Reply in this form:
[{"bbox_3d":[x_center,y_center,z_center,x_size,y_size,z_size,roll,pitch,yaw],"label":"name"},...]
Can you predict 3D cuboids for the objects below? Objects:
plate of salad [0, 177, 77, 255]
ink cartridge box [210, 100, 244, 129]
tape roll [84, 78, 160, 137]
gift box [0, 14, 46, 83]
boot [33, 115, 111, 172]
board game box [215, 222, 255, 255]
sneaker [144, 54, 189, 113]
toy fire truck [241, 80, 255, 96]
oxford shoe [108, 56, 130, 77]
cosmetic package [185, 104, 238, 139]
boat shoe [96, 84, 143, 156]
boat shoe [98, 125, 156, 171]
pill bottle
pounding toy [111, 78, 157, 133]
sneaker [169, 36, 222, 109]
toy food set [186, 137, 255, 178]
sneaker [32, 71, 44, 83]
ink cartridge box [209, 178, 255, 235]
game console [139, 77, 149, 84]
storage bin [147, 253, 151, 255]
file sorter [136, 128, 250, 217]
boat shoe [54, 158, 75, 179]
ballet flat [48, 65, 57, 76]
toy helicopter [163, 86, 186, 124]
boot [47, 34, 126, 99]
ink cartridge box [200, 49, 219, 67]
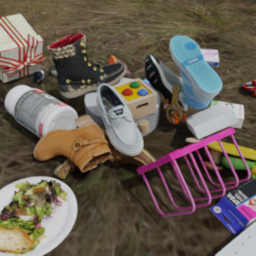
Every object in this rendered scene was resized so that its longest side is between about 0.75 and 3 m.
[{"bbox_3d":[-2.741,2.268,7.608,2.649,0.636,2.649,-1,39,1],"label":"plate of salad"},{"bbox_3d":[3.850,-0.542,11.057,1.276,0.536,0.924,11,41,13],"label":"ink cartridge box"},{"bbox_3d":[-0.213,-0.819,11.056,2.946,0.973,2.946,0,41,0],"label":"tape roll"},{"bbox_3d":[-5.417,-3.714,13.041,2.312,2.506,2.340,-31,74,-28],"label":"gift box"},{"bbox_3d":[-1.788,0.752,8.839,2.340,0.862,1.811,-35,53,-1],"label":"boot"},{"bbox_3d":[3.759,3.532,6.282,2.927,0.379,2.926,-24,46,-26],"label":"board game box"},{"bbox_3d":[1.577,-1.786,10.844,1.027,0.958,2.591,-37,90,-23],"label":"sneaker"},{"bbox_3d":[5.721,-1.889,12.707,1.192,0.668,1.001,-18,19,-22],"label":"toy fire truck"},{"bbox_3d":[-0.495,-3.063,14.158,0.700,0.685,1.921,8,33,-31],"label":"oxford shoe"},{"bbox_3d":[2.811,-0.260,9.735,1.389,0.476,1.842,-22,9,7],"label":"cosmetic package"},{"bbox_3d":[-0.369,-0.332,8.709,0.922,0.941,2.643,-23,58,-13],"label":"boat shoe"},{"bbox_3d":[-0.267,0.825,9.214,2.670,0.961,0.902,25,69,31],"label":"boat shoe"},{"bbox_3d":[-3.253,-0.559,10.331,2.606,1.484,1.484,29,48,29],"label":"pill bottle"},{"bbox_3d":[0.134,-0.740,9.499,1.755,0.914,1.998,-20,44,-22],"label":"pounding toy"},{"bbox_3d":[2.082,-1.788,9.767,1.050,1.724,2.641,-17,64,-11],"label":"sneaker"},{"bbox_3d":[3.163,0.990,8.944,2.561,0.836,1.507,14,9,24],"label":"toy food set"},{"bbox_3d":[-4.145,-2.450,13.081,0.403,0.396,1.046,-38,10,-33],"label":"sneaker"},{"bbox_3d":[3.441,2.145,7.995,2.055,0.381,0.973,-22,44,-21],"label":"ink cartridge box"},{"bbox_3d":[0.762,-2.064,13.190,1.047,0.163,0.926,29,48,30],"label":"game console"},{"bbox_3d":[0.378,3.395,6.325,0.593,0.643,0.883,-17,42,-4],"label":"storage bin"},{"bbox_3d":[1.831,1.233,7.601,2.399,1.667,1.504,-18,79,-32],"label":"file sorter"},{"bbox_3d":[-1.913,1.252,9.073,0.378,0.400,1.111,32,46,10],"label":"boat shoe"},{"bbox_3d":[-3.070,-2.762,13.756,1.821,0.619,0.623,0,48,16],"label":"ballet flat"},{"bbox_3d":[1.649,-0.870,10.221,0.553,1.403,0.928,-18,30,-39],"label":"toy helicopter"},{"bbox_3d":[-1.512,-2.471,10.569,2.806,2.112,1.027,-21,41,-10],"label":"boot"},{"bbox_3d":[3.928,-3.975,15.310,1.865,0.411,1.900,6,42,8],"label":"ink cartridge box"}]
